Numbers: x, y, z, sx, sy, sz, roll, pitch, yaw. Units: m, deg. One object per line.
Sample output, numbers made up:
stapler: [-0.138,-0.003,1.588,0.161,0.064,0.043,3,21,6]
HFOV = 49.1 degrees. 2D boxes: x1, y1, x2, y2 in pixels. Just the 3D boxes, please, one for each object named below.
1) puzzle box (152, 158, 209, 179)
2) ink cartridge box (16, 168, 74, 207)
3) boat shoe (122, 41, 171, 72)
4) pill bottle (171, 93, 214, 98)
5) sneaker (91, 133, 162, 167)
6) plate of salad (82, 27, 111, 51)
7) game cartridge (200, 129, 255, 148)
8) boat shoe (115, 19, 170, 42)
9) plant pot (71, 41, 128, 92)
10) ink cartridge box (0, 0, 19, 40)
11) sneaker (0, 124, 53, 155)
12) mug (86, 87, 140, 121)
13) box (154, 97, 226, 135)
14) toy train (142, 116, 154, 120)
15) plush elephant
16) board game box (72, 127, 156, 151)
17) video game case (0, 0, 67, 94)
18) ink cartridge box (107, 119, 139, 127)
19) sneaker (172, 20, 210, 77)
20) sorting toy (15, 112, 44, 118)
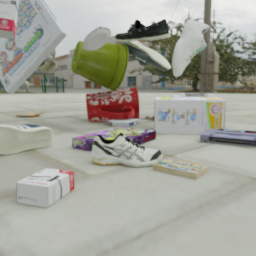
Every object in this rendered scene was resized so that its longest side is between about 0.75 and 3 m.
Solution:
puzzle box: [1.188,0.898,6.317,1.077,0.137,0.716,7,11,36]
ink cartridge box: [-1.422,1.019,4.897,0.625,0.363,0.866,3,10,18]
boat shoe: [0.846,-3.544,14.153,2.785,0.861,1.014,34,33,6]
pill bottle: [3.603,-1.308,15.943,2.324,1.322,1.322,0,9,-2]
sneaker: [-0.024,0.507,6.791,1.748,0.766,0.661,1,8,-1]
plate of salad: [-1.275,-3.576,11.190,1.280,0.307,1.280,-30,-14,-9]
game cartridge: [3.562,0.305,9.326,2.041,0.392,1.323,5,15,27]
boat shoe: [0.558,-4.457,12.739,2.781,0.922,1.039,9,29,35]
plant pot: [-1.430,-3.024,13.021,2.163,2.246,2.246,10,5,-23]
ink cartridge box: [-2.842,-2.592,6.084,0.811,1.117,0.466,5,-8,-14]
sneaker: [-3.326,0.282,8.140,0.936,0.830,2.214,10,4,39]
mug: [-0.772,-1.137,13.795,2.555,1.704,2.268,-4,-2,-4]
box: [2.374,-0.521,11.151,2.625,1.331,1.477,1,11,7]
toy train: [1.508,-0.922,14.453,1.827,1.057,0.773,4,10,21]
plush elephant: [-3.746,-2.915,11.419,1.801,1.916,2.326,-11,34,-5]
board game box: [-0.357,0.346,9.043,1.552,0.418,2.586,11,14,32]
video game case: [-2.935,-2.435,7.741,2.296,2.090,0.272,-41,-25,16]
ink cartridge box: [-0.222,-0.247,12.908,1.148,0.249,1.128,2,10,26]
sneaker: [2.601,-3.260,11.497,1.139,2.575,0.969,17,-10,21]
sorting toy: [-5.601,-0.738,16.046,1.242,0.226,1.149,-3,9,11]
